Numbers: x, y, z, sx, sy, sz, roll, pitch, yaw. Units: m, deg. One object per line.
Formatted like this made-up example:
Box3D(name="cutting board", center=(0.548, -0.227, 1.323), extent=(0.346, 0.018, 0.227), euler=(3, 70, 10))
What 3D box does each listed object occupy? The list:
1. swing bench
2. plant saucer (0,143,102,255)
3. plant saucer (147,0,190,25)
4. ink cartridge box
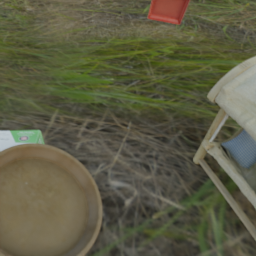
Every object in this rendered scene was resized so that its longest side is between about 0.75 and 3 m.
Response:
Box3D(name="swing bench", center=(2.956, 0.433, 5.622), extent=(1.864, 2.873, 2.858), euler=(-13, 41, -15))
Box3D(name="plant saucer", center=(-1.675, 1.453, 5.452), extent=(2.549, 0.375, 2.549), euler=(25, 42, -25))
Box3D(name="plant saucer", center=(1.183, -3.587, 8.325), extent=(1.054, 1.056, 0.194), euler=(9, 70, -3))
Box3D(name="ink cartridge box", center=(-2.876, 1.051, 6.409), extent=(1.522, 0.917, 2.095), euler=(0, 42, -1))
